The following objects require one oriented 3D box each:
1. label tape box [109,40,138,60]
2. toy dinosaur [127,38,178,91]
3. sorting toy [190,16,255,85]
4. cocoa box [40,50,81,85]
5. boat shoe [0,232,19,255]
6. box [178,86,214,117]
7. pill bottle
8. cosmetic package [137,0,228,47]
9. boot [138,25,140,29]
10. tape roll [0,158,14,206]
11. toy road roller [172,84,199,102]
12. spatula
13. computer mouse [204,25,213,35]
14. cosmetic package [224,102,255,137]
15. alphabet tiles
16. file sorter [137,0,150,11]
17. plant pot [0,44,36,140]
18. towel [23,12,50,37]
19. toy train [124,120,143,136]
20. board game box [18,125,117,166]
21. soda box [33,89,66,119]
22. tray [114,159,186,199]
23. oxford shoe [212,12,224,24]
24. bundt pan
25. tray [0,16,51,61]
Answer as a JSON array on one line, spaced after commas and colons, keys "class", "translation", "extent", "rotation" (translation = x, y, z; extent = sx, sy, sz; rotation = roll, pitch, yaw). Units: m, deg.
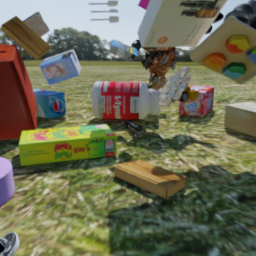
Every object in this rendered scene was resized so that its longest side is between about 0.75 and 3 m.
[{"class": "label tape box", "translation": [-0.146, -2.556, 9.325], "extent": [0.932, 0.308, 0.668], "rotation": [21, 32, -11]}, {"class": "toy dinosaur", "translation": [1.224, -2.882, 10.850], "extent": [1.996, 1.503, 2.942], "rotation": [10, 62, 46]}, {"class": "sorting toy", "translation": [2.738, -1.809, 7.097], "extent": [1.805, 0.329, 1.670], "rotation": [24, -27, -16]}, {"class": "cocoa box", "translation": [-3.037, -2.734, 12.693], "extent": [1.492, 0.995, 0.979], "rotation": [-16, 32, 9]}, {"class": "boat shoe", "translation": [-1.762, 1.666, 3.864], "extent": [0.297, 0.281, 0.829], "rotation": [1, 16, 4]}, {"class": "box", "translation": [3.160, -1.273, 12.792], "extent": [1.129, 1.081, 2.265], "rotation": [8, 17, 25]}, {"class": "pill bottle", "translation": [-0.037, -1.119, 11.460], "extent": [2.699, 1.515, 1.515], "rotation": [1, 16, 3]}, {"class": "cosmetic package", "translation": [1.349, -2.872, 6.667], "extent": [1.680, 0.576, 2.228], "rotation": [-5, -25, -19]}, {"class": "boot", "translation": [0.660, -3.755, 9.924], "extent": [0.389, 1.078, 0.834], "rotation": [13, 1, -14]}, {"class": "tape roll", "translation": [-3.128, 1.099, 5.384], "extent": [1.704, 0.559, 1.704], "rotation": [0, 15, 0]}, {"class": "toy road roller", "translation": [1.890, -1.329, 9.723], "extent": [1.111, 0.811, 0.682], "rotation": [-12, 12, -43]}, {"class": "spatula", "translation": [-1.088, -5.145, 12.459], "extent": [1.350, 0.939, 0.108], "rotation": [-4, 33, -4]}, {"class": "computer mouse", "translation": [2.859, -3.853, 11.331], "extent": [0.251, 0.766, 1.091], "rotation": [14, 12, -38]}, {"class": "cosmetic package", "translation": [4.570, -0.209, 9.420], "extent": [1.280, 0.865, 2.433], "rotation": [-7, 17, -24]}, {"class": "alphabet tiles", "translation": [1.213, -1.092, 7.452], "extent": [0.086, 1.173, 1.147], "rotation": [29, 0, -21]}, {"class": "file sorter", "translation": [0.858, -4.517, 9.984], "extent": [0.816, 0.567, 0.512], "rotation": [26, -17, -8]}, {"class": "plant pot", "translation": [-4.625, -1.339, 9.330], "extent": [2.798, 2.468, 2.801], "rotation": [-4, 31, -16]}, {"class": "towel", "translation": [-3.653, -3.650, 10.499], "extent": [1.294, 0.857, 0.223], "rotation": [-38, 50, -9]}, {"class": "toy train", "translation": [0.168, -0.005, 9.735], "extent": [0.245, 0.329, 1.436], "rotation": [-8, 15, -17]}, {"class": "board game box", "translation": [-1.648, 0.419, 7.716], "extent": [2.447, 0.583, 1.243], "rotation": [-5, 16, -16]}, {"class": "soda box", "translation": [-4.204, -1.148, 12.470], "extent": [2.992, 1.015, 0.960], "rotation": [10, 18, 31]}, {"class": "tray", "translation": [0.450, 1.048, 6.104], "extent": [1.447, 0.268, 0.714], "rotation": [16, 22, 42]}, {"class": "oxford shoe", "translation": [2.200, -3.802, 9.112], "extent": [1.997, 0.711, 0.724], "rotation": [-2, 21, -21]}, {"class": "bundt pan", "translation": [3.848, -2.768, 8.091], "extent": [2.506, 2.506, 0.940], "rotation": [3, -26, 10]}, {"class": "tray", "translation": [-1.723, -1.526, 4.746], "extent": [0.139, 0.752, 0.371], "rotation": [-37, 18, 47]}]
